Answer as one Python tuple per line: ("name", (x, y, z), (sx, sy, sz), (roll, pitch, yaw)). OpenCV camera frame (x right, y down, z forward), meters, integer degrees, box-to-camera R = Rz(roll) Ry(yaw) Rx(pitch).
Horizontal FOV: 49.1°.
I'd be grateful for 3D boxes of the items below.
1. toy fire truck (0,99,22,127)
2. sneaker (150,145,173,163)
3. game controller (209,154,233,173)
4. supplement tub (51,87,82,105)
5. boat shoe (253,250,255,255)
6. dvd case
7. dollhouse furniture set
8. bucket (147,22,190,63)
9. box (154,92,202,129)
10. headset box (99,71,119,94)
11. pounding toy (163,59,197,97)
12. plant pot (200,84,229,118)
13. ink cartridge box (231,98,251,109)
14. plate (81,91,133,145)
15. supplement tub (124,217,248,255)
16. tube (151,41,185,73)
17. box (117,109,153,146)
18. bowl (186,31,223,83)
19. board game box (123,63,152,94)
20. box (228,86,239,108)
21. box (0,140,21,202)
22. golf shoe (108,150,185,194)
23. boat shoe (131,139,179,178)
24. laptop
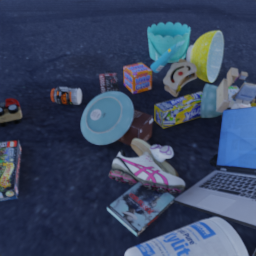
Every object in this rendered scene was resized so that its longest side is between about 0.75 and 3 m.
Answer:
("toy fire truck", (-5.124, -0.759, 11.353), (1.407, 1.029, 1.599), (-15, 50, -17))
("sneaker", (1.034, 0.783, 8.173), (0.384, 0.511, 1.025), (-27, 15, -19))
("game controller", (3.108, 1.151, 9.081), (0.488, 0.197, 0.936), (-38, 39, -24))
("supplement tub", (-2.652, -1.373, 12.026), (1.185, 0.726, 0.726), (2, 37, 8))
("boat shoe", (3.040, 3.201, 6.230), (0.732, 0.694, 2.094), (27, 45, 30))
("dvd case", (0.386, 2.177, 8.000), (1.627, 0.179, 1.188), (-32, 47, -33))
("dollhouse furniture set", (4.017, -1.130, 9.757), (1.511, 1.426, 0.986), (11, 61, -2))
("bucket", (2.293, -4.868, 15.980), (2.461, 1.601, 2.461), (-2, 38, 2))
("box", (2.194, -0.743, 11.241), (2.256, 0.791, 0.725), (-16, 35, -18))
("headset box", (-0.823, -1.943, 12.124), (0.755, 1.016, 0.381), (-15, 13, -42))
("pounding toy", (2.487, -2.243, 12.814), (1.158, 1.162, 2.025), (21, 69, 25))
("plant pot", (3.470, -1.009, 11.105), (0.914, 1.364, 1.364), (10, 38, 23))
("ink cartridge box", (4.489, -0.282, 10.475), (1.108, 0.637, 1.893), (13, 35, -23))
("plate", (-0.826, -0.424, 9.938), (2.124, 0.271, 2.124), (-10, 64, 21))
("supplement tub", (1.191, 2.947, 5.923), (2.267, 1.496, 1.496), (-15, 40, -18))
("tube", (1.721, -3.144, 12.302), (0.463, 1.837, 0.711), (50, 44, 0))
("box", (0.143, -0.018, 10.202), (1.173, 0.963, 0.973), (24, 42, 27))
("bowl", (3.622, -3.465, 13.603), (1.299, 2.413, 2.413), (14, 39, 30))
("board game box", (0.440, -2.349, 13.234), (0.992, 0.992, 0.993), (-18, 41, -21))
("box", (4.507, -1.367, 12.376), (0.909, 0.498, 1.030), (-2, 38, -6))
("box", (-4.299, 1.358, 8.851), (1.585, 0.437, 2.321), (-9, 38, -11))
("golf shoe", (0.580, 1.250, 8.080), (2.219, 0.806, 1.022), (13, 71, 14))
("boat shoe", (0.683, 1.103, 8.922), (0.653, 0.726, 2.012), (-37, 59, -17))
("laptop", (2.852, 0.747, 7.258), (2.992, 1.734, 2.802), (-26, 10, -27))
